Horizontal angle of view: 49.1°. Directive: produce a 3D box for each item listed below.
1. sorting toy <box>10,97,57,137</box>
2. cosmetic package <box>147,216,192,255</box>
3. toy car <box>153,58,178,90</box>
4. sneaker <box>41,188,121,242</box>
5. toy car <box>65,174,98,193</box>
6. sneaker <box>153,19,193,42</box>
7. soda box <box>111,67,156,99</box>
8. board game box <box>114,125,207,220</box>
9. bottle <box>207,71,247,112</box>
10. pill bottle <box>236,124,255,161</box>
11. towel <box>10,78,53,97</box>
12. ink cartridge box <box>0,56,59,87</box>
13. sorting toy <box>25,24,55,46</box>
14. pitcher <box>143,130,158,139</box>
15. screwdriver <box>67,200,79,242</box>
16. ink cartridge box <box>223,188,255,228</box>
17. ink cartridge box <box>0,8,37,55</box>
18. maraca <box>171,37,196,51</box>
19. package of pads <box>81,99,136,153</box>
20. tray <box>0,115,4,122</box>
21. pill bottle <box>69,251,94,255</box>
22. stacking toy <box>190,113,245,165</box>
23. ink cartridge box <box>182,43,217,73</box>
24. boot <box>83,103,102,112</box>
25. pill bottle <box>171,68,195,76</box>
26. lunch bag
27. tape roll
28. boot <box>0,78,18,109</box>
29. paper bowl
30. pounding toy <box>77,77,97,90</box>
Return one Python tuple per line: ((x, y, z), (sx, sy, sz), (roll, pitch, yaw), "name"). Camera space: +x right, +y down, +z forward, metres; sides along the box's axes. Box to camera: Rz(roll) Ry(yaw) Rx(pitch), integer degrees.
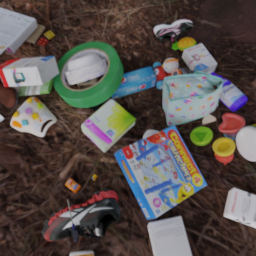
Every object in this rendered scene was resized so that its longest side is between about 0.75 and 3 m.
((-3.755, -0.382, 11.452), (1.415, 0.840, 1.572), (36, 68, -2), "sorting toy")
((1.414, 4.100, 9.062), (1.161, 0.915, 2.157), (-9, 65, -4), "cosmetic package")
((1.690, -2.573, 12.088), (1.197, 1.353, 1.247), (-6, 64, -3), "toy car")
((-1.478, 3.160, 9.341), (2.802, 0.990, 1.369), (-23, 45, -11), "sneaker")
((-1.770, 1.913, 10.432), (1.176, 0.391, 0.577), (-33, 69, -14), "toy car")
((2.210, -4.568, 13.514), (1.881, 0.756, 0.812), (-13, 74, 3), "sneaker")
((0.148, -1.964, 12.178), (2.039, 0.654, 0.692), (-18, 65, -9), "soda box")
((1.150, 1.459, 9.727), (2.428, 0.693, 2.479), (-23, 80, -30), "board game box")
((4.102, -1.639, 12.011), (0.846, 0.661, 2.026), (-32, 68, -17), "bottle")
((5.296, 0.380, 10.451), (2.282, 1.287, 1.287), (-13, 63, -24), "pill bottle")
((-4.132, -2.038, 12.095), (2.122, 0.326, 1.583), (-1, 66, 19), "towel")
((-4.144, -2.255, 11.237), (2.289, 0.770, 1.330), (1, 31, 20), "ink cartridge box")
((-4.676, -4.556, 13.573), (2.249, 0.380, 1.084), (20, 66, 5), "sorting toy")
((0.745, 0.706, 10.877), (1.048, 0.740, 1.221), (7, 76, 9), "pitcher")
((-1.741, 2.912, 8.821), (0.206, 0.198, 1.417), (-10, 96, -38), "screwdriver")
((4.187, 2.847, 9.865), (1.372, 0.576, 0.998), (19, 65, 9), "ink cartridge box")
((-6.029, -4.368, 12.762), (2.677, 0.590, 2.726), (22, 61, 11), "ink cartridge box")
((2.620, -3.912, 13.186), (1.140, 0.610, 0.782), (-2, 43, 23), "maraca")
((-0.820, -0.135, 11.302), (1.427, 0.630, 1.847), (42, 70, 16), "package of pads")
((-5.822, -0.500, 11.753), (1.232, 0.137, 0.662), (37, 70, 16), "tray")
((-1.462, 4.654, 8.870), (0.794, 0.794, 1.365), (-4, 64, -2), "pill bottle")
((3.613, 0.379, 11.187), (1.845, 0.861, 2.038), (16, 57, 38), "stacking toy")
((3.225, -3.075, 12.765), (0.976, 0.572, 1.351), (-23, 65, -11), "ink cartridge box")
((-1.479, -1.142, 11.951), (0.754, 0.340, 0.920), (9, 72, 7), "boot")
((2.494, -2.120, 11.913), (1.371, 0.728, 0.728), (7, 59, -32), "pill bottle")
((2.524, -1.172, 11.021), (2.218, 1.889, 1.352), (-11, 58, 1), "lunch bag")
((-1.700, -2.288, 11.861), (2.979, 0.716, 2.979), (-8, 60, 14), "tape roll")
((-5.806, -1.597, 10.967), (2.293, 2.436, 0.834), (48, 114, 26), "boot")
((-1.794, -2.532, 11.772), (1.788, 1.788, 0.930), (-23, 108, -11), "paper bowl")
((-1.661, -2.011, 12.001), (0.931, 1.011, 0.719), (-3, 64, -1), "pounding toy")
